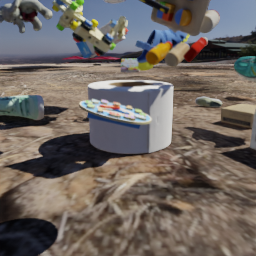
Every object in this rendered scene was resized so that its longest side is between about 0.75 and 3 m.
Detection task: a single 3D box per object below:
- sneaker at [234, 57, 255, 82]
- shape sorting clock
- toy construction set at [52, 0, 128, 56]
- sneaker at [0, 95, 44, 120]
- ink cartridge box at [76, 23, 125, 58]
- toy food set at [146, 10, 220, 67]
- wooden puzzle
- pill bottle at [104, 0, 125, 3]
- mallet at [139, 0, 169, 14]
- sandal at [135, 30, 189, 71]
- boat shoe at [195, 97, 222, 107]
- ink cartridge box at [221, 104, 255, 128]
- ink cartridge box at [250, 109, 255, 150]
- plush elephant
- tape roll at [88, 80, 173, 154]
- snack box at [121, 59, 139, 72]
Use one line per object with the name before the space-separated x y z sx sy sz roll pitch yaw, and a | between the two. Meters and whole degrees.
sneaker | 3.749 -1.759 7.803 0.810 0.788 2.035 33 2 -30
shape sorting clock | -0.156 -0.220 3.579 0.933 0.183 0.933 13 18 -4
toy construction set | -1.221 -3.368 9.244 2.612 1.203 1.713 13 38 -24
sneaker | -3.717 -0.652 9.292 1.335 0.833 2.264 -6 6 -40
ink cartridge box | -1.043 -3.449 11.046 1.643 0.692 1.188 -25 10 17
toy food set | 1.417 -2.277 6.650 1.039 2.177 0.980 41 50 4
wooden puzzle | 1.040 -2.601 5.754 1.205 1.116 0.279 31 36 27
pill bottle | -0.339 -3.519 6.385 0.634 1.128 0.634 -6 0 0
mallet | 0.067 -1.450 2.971 0.820 0.169 0.270 22 -24 4
sandal | 1.131 -2.963 9.631 2.255 0.982 0.896 -38 32 -7
boat shoe | 3.359 -1.072 11.664 1.073 0.386 0.333 5 18 9
ink cartridge box | 3.858 -0.419 9.133 1.311 0.492 1.080 -13 19 -38
ink cartridge box | 4.265 0.197 5.947 1.827 1.035 2.492 -8 18 -26
plush elephant | -2.940 -3.119 7.659 1.098 1.334 1.033 -3 48 46
tape roll | 0.064 -0.396 7.238 2.169 1.489 2.169 0 15 0
snack box | 0.104 -2.827 12.688 0.837 0.595 0.222 1 -18 7
